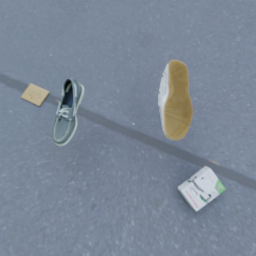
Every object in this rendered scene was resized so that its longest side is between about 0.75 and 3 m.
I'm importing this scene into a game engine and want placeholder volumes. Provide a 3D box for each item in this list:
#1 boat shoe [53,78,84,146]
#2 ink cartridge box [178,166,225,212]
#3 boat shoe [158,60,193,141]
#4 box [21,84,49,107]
[{"bbox_3d":[-2.105,-0.568,9.291,0.841,0.713,2.309,7,73,20],"label":"boat shoe"},{"bbox_3d":[2.596,2.171,9.985,1.321,0.557,0.965,-38,92,-2],"label":"ink cartridge box"},{"bbox_3d":[1.468,-0.819,9.262,1.001,0.980,2.827,14,66,-16],"label":"boat shoe"},{"bbox_3d":[-3.983,-1.417,12.006,0.953,0.101,0.779,24,70,10],"label":"box"}]
